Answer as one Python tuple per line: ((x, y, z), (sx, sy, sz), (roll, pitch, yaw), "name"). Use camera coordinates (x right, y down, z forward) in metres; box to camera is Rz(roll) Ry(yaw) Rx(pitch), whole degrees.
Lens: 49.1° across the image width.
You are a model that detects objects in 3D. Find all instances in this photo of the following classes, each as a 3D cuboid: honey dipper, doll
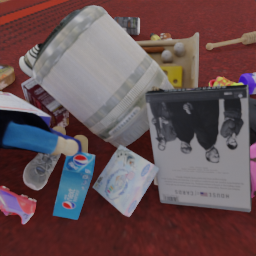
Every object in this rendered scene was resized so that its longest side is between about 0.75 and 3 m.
((4.524, -3.739, 12.242), (2.521, 0.479, 0.479), (-16, 40, -13), "honey dipper")
((-1.645, 0.094, 4.463), (2.010, 2.946, 0.714), (19, 86, 21), "doll")

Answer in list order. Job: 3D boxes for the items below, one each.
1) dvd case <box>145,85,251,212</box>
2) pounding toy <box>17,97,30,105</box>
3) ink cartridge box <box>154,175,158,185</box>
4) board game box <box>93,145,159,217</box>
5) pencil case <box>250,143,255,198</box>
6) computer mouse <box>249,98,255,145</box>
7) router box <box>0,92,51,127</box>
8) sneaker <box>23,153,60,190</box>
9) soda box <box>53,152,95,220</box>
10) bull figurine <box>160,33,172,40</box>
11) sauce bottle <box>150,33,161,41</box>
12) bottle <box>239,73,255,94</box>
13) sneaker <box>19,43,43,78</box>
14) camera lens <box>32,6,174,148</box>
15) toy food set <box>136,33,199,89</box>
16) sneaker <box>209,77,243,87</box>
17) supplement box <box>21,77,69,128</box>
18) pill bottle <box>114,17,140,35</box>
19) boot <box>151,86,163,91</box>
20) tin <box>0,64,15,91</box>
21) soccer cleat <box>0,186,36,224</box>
((1.234, 0.403, 4.902), (1.669, 2.220, 0.275), (0, 22, 26), "dvd case")
((-2.644, -0.506, 7.822), (0.714, 0.552, 0.776), (-15, 40, -19), "pounding toy")
((1.183, 0.852, 5.895), (1.143, 0.480, 0.834), (9, 60, 12), "ink cartridge box")
((-0.067, 0.972, 5.378), (1.029, 0.224, 1.034), (27, 82, 47), "board game box")
((2.971, 0.574, 5.589), (2.224, 1.042, 1.009), (-21, 41, -13), "pencil case")
((3.532, -0.122, 7.107), (2.899, 0.764, 2.007), (31, 48, 33), "computer mouse")
((-3.612, -0.348, 6.025), (2.940, 0.718, 2.639), (4, 13, -42), "router box")
((-1.818, 0.703, 6.077), (0.525, 0.576, 1.405), (31, 35, -16), "sneaker")
((-0.980, 1.049, 4.995), (0.480, 1.414, 0.454), (14, 40, -10), "soda box")
((1.734, -4.092, 12.772), (0.523, 0.280, 0.861), (3, 37, 4), "bull figurine")
((1.235, -3.931, 12.503), (0.379, 0.379, 1.171), (-7, 35, -9), "sauce bottle")
((4.536, -1.458, 9.054), (1.743, 0.569, 0.728), (-4, 40, -6), "bottle")
((-1.858, -1.618, 7.982), (1.213, 2.108, 0.795), (-29, 50, 32), "sneaker")
((-0.574, -1.140, 6.412), (2.720, 2.176, 2.176), (43, 40, -12), "camera lens")
((0.575, -1.657, 7.710), (2.645, 0.799, 1.898), (1, 82, 13), "toy food set")
((2.793, -1.202, 8.164), (0.551, 0.637, 1.410), (-28, 11, -16), "sneaker")
((-2.114, -0.606, 7.222), (1.350, 0.735, 0.411), (43, 63, 14), "supplement box")
((-0.208, -4.897, 13.410), (1.488, 0.790, 0.790), (5, 37, 6), "pill bottle")
((0.676, -0.365, 5.228), (0.645, 0.856, 0.313), (19, 42, 11), "boot")
((-4.687, -1.499, 9.263), (1.201, 0.449, 2.145), (11, 38, 21), "tin")
((-2.368, 1.395, 5.361), (1.269, 0.423, 0.485), (18, 69, 13), "soccer cleat")
